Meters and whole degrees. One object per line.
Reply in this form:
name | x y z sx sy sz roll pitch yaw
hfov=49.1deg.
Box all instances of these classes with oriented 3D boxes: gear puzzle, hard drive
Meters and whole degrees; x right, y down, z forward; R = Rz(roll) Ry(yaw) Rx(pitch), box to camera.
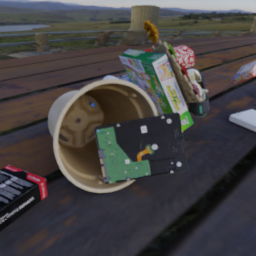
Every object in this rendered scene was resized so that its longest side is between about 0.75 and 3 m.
gear puzzle | 1.287 -2.009 8.547 0.372 2.843 1.473 -35 9 -8
hard drive | 4.943 -0.148 10.237 1.324 0.268 2.007 -13 27 -27
hard drive | 0.313 0.484 6.671 2.025 1.415 0.383 -11 6 0

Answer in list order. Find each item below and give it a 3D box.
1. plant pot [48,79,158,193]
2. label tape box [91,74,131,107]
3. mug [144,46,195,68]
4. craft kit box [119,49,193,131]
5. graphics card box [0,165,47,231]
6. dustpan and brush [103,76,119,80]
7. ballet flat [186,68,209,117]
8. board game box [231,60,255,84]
plant pot | -0.968 -0.020 7.487 2.694 2.694 2.466 -13 18 -27
label tape box | -0.734 -1.440 11.411 2.165 0.716 1.551 -13 28 22
mug | 1.578 -2.692 10.970 1.908 1.694 1.273 -29 -6 -39
craft kit box | 0.894 -1.354 9.523 0.622 2.533 2.565 -37 28 -9
graphics card box | -2.947 1.628 6.009 1.310 0.531 2.088 13 26 26
dustpan and brush | -0.453 -1.241 8.970 1.624 0.666 2.327 31 -7 15
ballet flat | 2.280 -1.462 9.592 0.861 0.861 2.356 -2 53 -4
board game box | 3.793 -1.798 8.886 0.684 0.209 0.903 -50 9 -15
